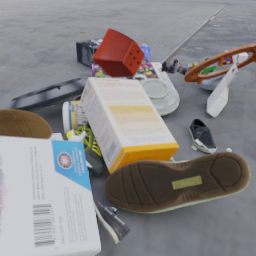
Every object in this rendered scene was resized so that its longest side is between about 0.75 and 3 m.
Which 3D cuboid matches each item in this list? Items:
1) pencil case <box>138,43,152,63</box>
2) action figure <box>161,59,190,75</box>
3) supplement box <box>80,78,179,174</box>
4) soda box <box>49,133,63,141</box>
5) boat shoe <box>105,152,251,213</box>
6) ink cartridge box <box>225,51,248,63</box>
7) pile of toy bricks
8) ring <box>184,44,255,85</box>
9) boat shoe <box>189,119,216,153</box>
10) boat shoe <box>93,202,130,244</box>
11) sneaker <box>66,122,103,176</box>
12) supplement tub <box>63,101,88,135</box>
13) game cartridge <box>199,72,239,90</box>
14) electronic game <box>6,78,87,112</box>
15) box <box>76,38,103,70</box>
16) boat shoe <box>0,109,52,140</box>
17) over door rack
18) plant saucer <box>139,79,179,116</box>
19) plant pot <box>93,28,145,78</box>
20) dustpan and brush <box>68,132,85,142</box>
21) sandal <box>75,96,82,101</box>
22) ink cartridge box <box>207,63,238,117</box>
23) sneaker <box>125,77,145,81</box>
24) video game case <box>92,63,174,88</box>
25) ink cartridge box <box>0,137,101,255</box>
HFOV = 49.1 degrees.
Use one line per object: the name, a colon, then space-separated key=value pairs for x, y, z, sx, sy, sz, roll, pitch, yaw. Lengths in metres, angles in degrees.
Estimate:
pencil case: x=0.595 y=-3.168 z=12.755 sx=0.982 sy=0.882 sz=2.261 roll=1 pitch=30 yaw=5
action figure: x=1.790 y=-2.082 z=9.829 sx=1.376 sy=0.477 sz=0.895 roll=-11 pitch=40 yaw=-46
supplement box: x=-0.056 y=-0.124 z=6.542 sx=1.438 sy=0.839 sz=2.283 roll=-2 pitch=49 yaw=-32
soda box: x=-1.677 y=0.681 z=6.526 sx=0.490 sy=0.458 sz=1.440 roll=-10 pitch=32 yaw=-17
boat shoe: x=0.889 y=1.094 z=5.263 sx=2.662 sy=0.954 sz=1.014 roll=-9 pitch=-19 yaw=24
ink cartridge box: x=5.268 y=-3.475 z=13.752 sx=0.991 sy=0.417 sz=0.716 roll=6 pitch=31 yaw=11
pile of toy bricks: x=3.415 y=-2.355 z=11.585 sx=1.787 sy=0.991 sz=0.882 roll=-7 pitch=-2 yaw=20
ring: x=3.043 y=-1.907 z=8.762 sx=2.626 sy=0.252 sz=2.626 roll=-16 pitch=-7 yaw=-2
boat shoe: x=1.965 y=0.190 z=7.428 sx=0.497 sy=0.414 sz=1.331 roll=-1 pitch=31 yaw=-6
boat shoe: x=-0.309 y=1.571 z=4.866 sx=0.334 sy=0.387 sz=1.065 roll=-28 pitch=26 yaw=-17
sneaker: x=-0.911 y=0.383 z=6.551 sx=0.769 sy=0.676 sz=1.816 roll=-38 pitch=39 yaw=-3
supplement tub: x=-1.080 y=-0.286 z=7.697 sx=1.314 sy=0.951 sz=0.951 roll=-4 pitch=30 yaw=-7
game cartridge: x=3.247 y=-1.715 z=10.211 sx=0.887 sy=0.272 sz=1.332 roll=-33 pitch=25 yaw=-16
electronic game: x=-2.342 y=-0.949 z=8.495 sx=2.657 sy=0.553 sz=2.657 roll=-15 pitch=16 yaw=4
box: x=-1.301 y=-3.502 z=13.206 sx=1.694 sy=1.050 sz=1.666 roll=-20 pitch=34 yaw=-31
boat shoe: x=-2.839 y=0.358 z=5.553 sx=2.836 sy=0.889 sz=1.039 roll=-17 pitch=66 yaw=-50
over door rack: x=1.727 y=0.766 z=6.321 sx=1.179 sy=0.532 sz=1.596 roll=-20 pitch=35 yaw=-32
plant saucer: x=0.803 y=-1.108 z=8.871 sx=1.710 sy=0.429 sz=1.710 roll=2 pitch=48 yaw=-2
plant pot: x=-0.198 y=-2.392 z=9.308 sx=1.091 sy=1.237 sz=1.238 roll=21 pitch=-9 yaw=36
dustpan and brush: x=-1.667 y=0.740 z=5.488 sx=2.033 sy=0.582 sz=1.419 roll=-51 pitch=18 yaw=-4
sandal: x=-0.919 y=-0.812 z=8.943 sx=1.778 sy=0.480 sz=0.714 roll=-20 pitch=53 yaw=-35
ink cartridge box: x=3.013 y=-1.193 z=8.694 sx=0.376 sy=1.502 sz=1.209 roll=33 pitch=29 yaw=0
sneaker: x=0.245 y=-1.628 z=9.569 sx=0.770 sy=0.316 sz=0.270 roll=-12 pitch=68 yaw=-13
video game case: x=0.065 y=-1.805 z=10.683 sx=2.888 sy=0.517 sz=2.618 roll=-3 pitch=33 yaw=-5
ink cartridge box: x=-1.627 y=1.065 z=3.399 sx=1.996 sy=1.457 sz=1.464 roll=7 pitch=52 yaw=-31
